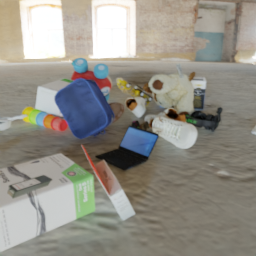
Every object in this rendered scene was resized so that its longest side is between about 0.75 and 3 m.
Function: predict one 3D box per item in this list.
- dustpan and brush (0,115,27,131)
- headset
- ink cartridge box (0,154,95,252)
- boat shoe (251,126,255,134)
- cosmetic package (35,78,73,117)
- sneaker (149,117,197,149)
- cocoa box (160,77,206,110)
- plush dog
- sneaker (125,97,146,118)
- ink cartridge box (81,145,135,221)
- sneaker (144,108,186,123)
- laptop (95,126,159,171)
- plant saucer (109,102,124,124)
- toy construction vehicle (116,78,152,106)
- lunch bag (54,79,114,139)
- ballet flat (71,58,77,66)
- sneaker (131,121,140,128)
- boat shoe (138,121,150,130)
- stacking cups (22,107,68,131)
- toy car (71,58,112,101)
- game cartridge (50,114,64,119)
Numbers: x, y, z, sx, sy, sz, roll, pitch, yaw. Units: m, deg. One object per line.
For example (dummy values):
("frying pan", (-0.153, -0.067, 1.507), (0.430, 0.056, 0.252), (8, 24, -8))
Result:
("dustpan and brush", (-5.421, -0.272, 12.405), (1.856, 0.531, 1.296), (-5, 19, -17))
("headset", (3.367, -0.452, 12.134), (2.201, 1.034, 1.359), (1, 14, -40))
("ink cartridge box", (-2.143, 1.502, 6.182), (2.298, 0.965, 1.672), (-14, 22, -36))
("boat shoe", (5.488, 0.005, 11.838), (0.360, 0.355, 1.016), (13, 22, 35))
("cosmetic package", (-3.158, -1.549, 13.701), (1.467, 1.157, 2.726), (17, 20, 7))
("sneaker", (1.495, 0.131, 10.260), (1.076, 0.926, 2.542), (14, 3, -21))
("cocoa box", (3.145, -2.040, 16.100), (2.477, 1.625, 1.652), (4, 18, 13))
("plush dog", (2.072, -1.755, 13.812), (2.146, 2.675, 2.297), (-54, 17, -26))
("sneaker", (0.325, -1.344, 14.678), (0.979, 0.842, 2.312), (37, 11, -15))
("ink cartridge box", (-0.505, 1.151, 6.553), (0.355, 1.416, 1.632), (-28, 24, -9))
("sneaker", (1.638, -0.463, 12.247), (0.877, 1.020, 2.409), (-15, 22, -35))
("laptop", (-0.034, 0.603, 9.210), (1.610, 0.832, 1.427), (-15, 23, -42))
("plant saucer", (-0.785, -0.668, 12.461), (1.331, 1.331, 0.229), (-12, 53, -33))
("toy construction vehicle", (0.282, -2.132, 16.951), (2.399, 0.845, 2.089), (31, 14, -2))
("lunch bag", (-1.569, -0.728, 10.990), (1.583, 2.330, 1.541), (-26, 5, 13))
("ballet flat", (-2.700, -3.568, 17.320), (0.627, 1.843, 0.620), (-23, 29, 35))
("sneaker", (0.234, -0.082, 11.951), (0.369, 0.403, 0.962), (-10, 11, 20))
("boat shoe", (0.647, -0.048, 11.962), (0.341, 0.361, 1.004), (-22, 1, 21))
("stacking cups", (-3.656, -0.380, 12.476), (2.478, 0.750, 0.750), (13, 22, 32))
("toy car", (-2.455, -2.038, 16.106), (2.447, 2.550, 2.766), (18, 58, 9))
("game cartridge", (-3.364, -0.720, 14.355), (0.786, 0.233, 1.212), (15, 23, 27))
